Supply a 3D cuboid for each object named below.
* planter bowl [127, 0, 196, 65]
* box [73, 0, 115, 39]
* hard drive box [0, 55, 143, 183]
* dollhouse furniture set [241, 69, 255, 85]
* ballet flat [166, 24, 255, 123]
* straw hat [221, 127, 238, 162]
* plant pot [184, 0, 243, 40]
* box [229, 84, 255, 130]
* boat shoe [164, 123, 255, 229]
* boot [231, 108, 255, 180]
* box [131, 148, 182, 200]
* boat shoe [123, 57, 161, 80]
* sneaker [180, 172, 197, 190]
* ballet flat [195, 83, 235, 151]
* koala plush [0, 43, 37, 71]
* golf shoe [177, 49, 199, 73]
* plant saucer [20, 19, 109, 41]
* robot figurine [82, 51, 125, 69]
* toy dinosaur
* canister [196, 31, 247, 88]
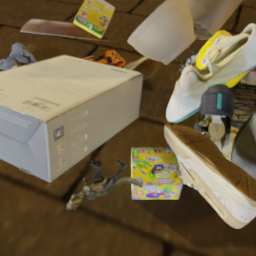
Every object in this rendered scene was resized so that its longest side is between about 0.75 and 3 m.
[{"bbox_3d":[0.776,-1.864,5.650,0.909,1.350,1.350,48,54,-8],"label":"planter bowl"},{"bbox_3d":[-0.714,-2.353,5.926,0.654,0.270,1.115,26,47,-15],"label":"box"},{"bbox_3d":[-1.328,-0.459,5.345,2.181,1.075,2.799,19,32,25],"label":"hard drive box"},{"bbox_3d":[4.835,-1.861,9.549,1.706,0.889,1.725,6,15,-7],"label":"dollhouse furniture set"},{"bbox_3d":[1.876,-1.286,6.497,2.910,1.010,1.010,-36,45,19],"label":"ballet flat"},{"bbox_3d":[2.615,0.562,7.363,2.437,1.031,2.437,11,35,-8],"label":"straw hat"},{"bbox_3d":[2.356,-3.881,8.470,2.302,2.302,1.997,24,92,21],"label":"plant pot"},{"bbox_3d":[3.989,-0.634,9.274,2.466,0.537,1.976,5,47,5],"label":"box"},{"bbox_3d":[1.178,0.681,4.553,0.798,0.749,2.166,4,29,-30],"label":"boat shoe"},{"bbox_3d":[2.175,0.464,4.283,0.965,2.850,1.862,13,37,16],"label":"boot"},{"bbox_3d":[0.698,1.194,7.393,1.225,0.747,1.180,0,47,-1],"label":"box"},{"bbox_3d":[0.148,-1.661,8.126,1.781,0.635,0.575,-33,48,-4],"label":"boat shoe"},{"bbox_3d":[1.769,1.291,7.384,0.844,0.591,0.328,15,33,13],"label":"sneaker"},{"bbox_3d":[1.676,0.023,5.463,0.778,2.130,0.778,-6,61,11],"label":"ballet flat"},{"bbox_3d":[-4.397,-2.596,10.916,1.047,1.085,1.181,31,66,27],"label":"koala plush"},{"bbox_3d":[1.591,-1.613,6.959,0.391,0.827,0.322,42,61,0],"label":"golf shoe"},{"bbox_3d":[-1.811,-2.861,8.210,2.527,0.405,2.527,5,17,-1],"label":"plant saucer"},{"bbox_3d":[-1.070,-2.346,10.838,2.204,0.641,1.598,-26,53,-23],"label":"robot figurine"},{"bbox_3d":[-0.378,0.946,5.074,1.692,0.746,0.402,-9,28,-36],"label":"toy dinosaur"},{"bbox_3d":[3.355,-2.422,9.789,0.969,1.662,2.238,34,18,-19],"label":"canister"}]
